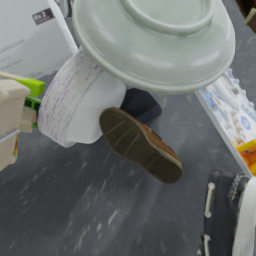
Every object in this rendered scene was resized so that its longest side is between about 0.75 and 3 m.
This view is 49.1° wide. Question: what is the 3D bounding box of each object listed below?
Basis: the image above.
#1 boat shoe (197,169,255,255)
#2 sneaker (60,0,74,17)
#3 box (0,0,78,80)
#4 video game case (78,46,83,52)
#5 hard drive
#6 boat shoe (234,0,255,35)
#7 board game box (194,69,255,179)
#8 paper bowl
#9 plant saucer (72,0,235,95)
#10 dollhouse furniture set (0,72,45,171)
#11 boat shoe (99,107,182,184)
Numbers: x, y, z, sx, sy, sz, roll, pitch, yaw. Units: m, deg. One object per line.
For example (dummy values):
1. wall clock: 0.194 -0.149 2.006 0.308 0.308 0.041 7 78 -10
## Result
1. boat shoe: 1.336 1.631 3.934 0.683 2.264 0.836 18 29 37
2. sneaker: -1.569 -3.487 7.361 0.429 1.080 0.423 -12 23 -31
3. box: -2.163 -1.584 5.553 2.043 1.342 2.053 -25 13 1
4. video game case: -0.029 -1.477 6.564 2.068 0.228 1.882 20 15 -7
5. hard drive: -0.069 -0.539 8.048 1.834 0.388 1.237 -27 59 -17
6. boat shoe: 3.106 -2.427 6.403 0.970 0.969 2.623 -8 62 -11
7. board game box: 1.864 -0.833 5.226 2.977 0.385 2.977 -21 80 -57
8. paper bowl: -0.653 -0.408 4.642 0.853 1.641 1.641 31 60 4
9. plant saucer: 0.441 -1.557 3.680 2.316 0.581 2.316 5 64 -10
10. dollhouse furniture set: -1.737 -0.186 3.734 0.827 1.070 2.141 14 11 -5
11. boat shoe: 0.178 0.228 4.188 1.504 0.541 0.511 44 21 -13
